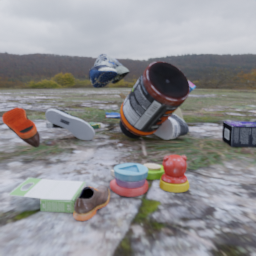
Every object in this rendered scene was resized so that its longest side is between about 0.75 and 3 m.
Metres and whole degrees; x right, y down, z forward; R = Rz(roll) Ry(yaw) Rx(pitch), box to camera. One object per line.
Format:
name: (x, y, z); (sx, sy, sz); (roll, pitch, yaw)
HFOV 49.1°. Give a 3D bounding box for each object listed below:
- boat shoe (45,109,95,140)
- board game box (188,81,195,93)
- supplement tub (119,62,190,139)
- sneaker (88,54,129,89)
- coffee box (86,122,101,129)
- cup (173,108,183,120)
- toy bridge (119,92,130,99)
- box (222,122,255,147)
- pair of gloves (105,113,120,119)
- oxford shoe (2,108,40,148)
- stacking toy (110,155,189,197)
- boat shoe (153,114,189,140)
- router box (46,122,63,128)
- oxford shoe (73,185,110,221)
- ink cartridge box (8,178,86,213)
boat shoe: (-1.966, -0.185, 9.731); (1.822, 0.625, 0.516); (28, 17, -6)
board game box: (1.693, -1.408, 9.133); (0.168, 0.834, 0.638); (-51, -2, -27)
supplement tub: (0.663, -0.714, 9.112); (1.516, 1.516, 2.834); (-6, -26, -28)
sneaker: (-0.983, -2.334, 11.140); (1.036, 1.146, 2.689); (-39, -3, 22)
coffee box: (-1.639, -0.105, 12.192); (0.832, 0.183, 0.512); (10, 15, 43)
cup: (1.703, -0.632, 12.479); (1.569, 1.122, 1.569); (-1, 11, 0)
toy bridge: (0.157, -1.224, 10.826); (1.210, 0.407, 0.165); (0, 50, 51)
box: (3.914, 0.196, 9.218); (1.334, 0.696, 0.987); (0, 10, 1)
pair of gloves: (-0.631, -0.702, 15.402); (1.260, 0.179, 1.567); (-1, 10, -3)
oxford shoe: (-2.975, -0.010, 7.786); (0.639, 0.651, 1.795); (-32, 42, -20)
stacking toy: (0.362, 0.834, 5.915); (1.584, 0.669, 1.434); (-3, 11, -16)
boat shoe: (1.111, -0.364, 10.803); (0.993, 1.051, 2.929); (-3, 19, -35)
router box: (-3.081, -0.157, 12.352); (0.887, 0.226, 0.661); (1, 11, 7)
oxford shoe: (-0.582, 1.174, 4.835); (0.390, 0.399, 1.095); (3, 11, 15)
ink cartridge box: (-1.415, 1.194, 5.056); (1.151, 0.276, 0.838); (1, 11, 5)
